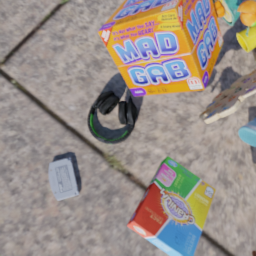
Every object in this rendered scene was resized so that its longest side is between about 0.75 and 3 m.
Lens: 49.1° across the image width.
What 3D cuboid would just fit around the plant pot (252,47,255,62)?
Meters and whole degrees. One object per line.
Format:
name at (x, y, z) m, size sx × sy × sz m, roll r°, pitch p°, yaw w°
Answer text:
plant pot at (4.995, -2.407, 9.102) m, size 1.883 × 1.264 × 1.883 m, roll -9°, pitch 59°, yaw 16°

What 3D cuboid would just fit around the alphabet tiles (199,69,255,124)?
alphabet tiles at (2.661, -0.835, 6.942) m, size 0.146 × 1.950 × 1.994 m, roll 49°, pitch 58°, yaw -6°

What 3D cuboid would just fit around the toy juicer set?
toy juicer set at (2.367, -3.237, 6.972) m, size 0.735 × 1.719 × 2.702 m, roll -31°, pitch 69°, yaw 14°

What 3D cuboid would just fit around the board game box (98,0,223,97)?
board game box at (0.873, -2.133, 6.604) m, size 1.919 × 1.919 × 1.920 m, roll -1°, pitch 46°, yaw 37°

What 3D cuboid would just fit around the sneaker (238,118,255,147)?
sneaker at (3.043, 0.102, 5.566) m, size 0.904 × 0.551 × 1.385 m, roll -37°, pitch 46°, yaw -23°

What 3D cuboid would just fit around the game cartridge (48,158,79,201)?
game cartridge at (-1.998, 1.567, 8.553) m, size 0.786 × 0.238 × 1.178 m, roll -13°, pitch 73°, yaw -8°

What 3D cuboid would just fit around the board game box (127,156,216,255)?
board game box at (0.854, 1.448, 5.147) m, size 1.186 × 0.312 × 1.550 m, roll 34°, pitch 52°, yaw 1°

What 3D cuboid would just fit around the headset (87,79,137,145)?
headset at (-0.311, -0.636, 9.040) m, size 1.503 × 1.144 × 2.434 m, roll 25°, pitch 90°, yaw 11°

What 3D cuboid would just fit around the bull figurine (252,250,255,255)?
bull figurine at (1.660, 2.527, 4.231) m, size 0.495 × 0.923 × 1.521 m, roll 50°, pitch 35°, yaw 8°
